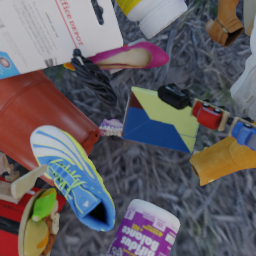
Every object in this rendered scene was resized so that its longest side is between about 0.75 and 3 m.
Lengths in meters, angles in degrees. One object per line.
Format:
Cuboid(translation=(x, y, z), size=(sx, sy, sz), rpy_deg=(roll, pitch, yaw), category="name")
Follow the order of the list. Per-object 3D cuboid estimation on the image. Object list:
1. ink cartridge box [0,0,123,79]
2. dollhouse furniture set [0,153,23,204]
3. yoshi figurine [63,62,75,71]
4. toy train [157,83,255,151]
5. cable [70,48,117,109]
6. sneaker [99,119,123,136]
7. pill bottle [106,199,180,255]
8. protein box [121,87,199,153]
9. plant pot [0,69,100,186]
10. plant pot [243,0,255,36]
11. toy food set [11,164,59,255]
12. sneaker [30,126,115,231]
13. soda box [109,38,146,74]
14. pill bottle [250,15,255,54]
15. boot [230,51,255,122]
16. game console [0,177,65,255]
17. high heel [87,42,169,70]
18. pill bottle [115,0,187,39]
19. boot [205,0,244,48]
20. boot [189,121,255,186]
Cuboid(translation=(-1.690, -2.231, 5.701), size=(2.938, 1.702, 0.980), rpy_deg=(-11, 42, 11), category="ink cartridge box")
Cuboid(translation=(-2.975, 1.105, 6.985), size=(0.707, 1.449, 1.235), rpy_deg=(13, 31, 4), category="dollhouse furniture set")
Cuboid(translation=(-1.500, -2.197, 7.829), size=(0.784, 0.781, 1.395), rpy_deg=(-30, 41, 11), category="yoshi figurine")
Cuboid(translation=(1.177, -0.185, 3.984), size=(1.906, 0.325, 0.436), rpy_deg=(32, 31, 33), category="toy train")
Cuboid(translation=(-0.567, -0.867, 5.317), size=(0.348, 1.371, 1.118), rpy_deg=(-37, 38, 6), category="cable")
Cuboid(translation=(-0.308, -0.030, 8.428), size=(1.162, 0.467, 0.514), rpy_deg=(7, 58, 5), category="sneaker")
Cuboid(translation=(0.153, 2.431, 5.274), size=(1.072, 1.072, 1.909), rpy_deg=(23, 68, 10), category="pill bottle")
Cuboid(translation=(0.689, -0.252, 6.330), size=(1.509, 1.520, 1.026), rpy_deg=(12, 101, -2), category="protein box")
Cuboid(translation=(-2.263, 0.047, 7.413), size=(2.492, 2.563, 2.563), rpy_deg=(38, 70, 7), category="plant pot")
Cuboid(translation=(5.485, -4.449, 9.287), size=(2.926, 2.930, 2.594), rpy_deg=(19, 79, 9), category="plant pot")
Cuboid(translation=(-1.210, 1.512, 4.072), size=(0.367, 1.261, 1.827), rpy_deg=(1, 99, 5), category="toy food set")
Cuboid(translation=(-0.948, 0.962, 5.328), size=(0.922, 1.279, 2.434), rpy_deg=(-40, 99, -15), category="sneaker")
Cuboid(translation=(-0.030, -2.451, 9.508), size=(1.557, 0.494, 0.531), rpy_deg=(-25, 68, -11), category="soda box")
Cuboid(translation=(3.765, -2.392, 5.944), size=(1.782, 1.782, 2.978), rpy_deg=(35, 54, 15), category="pill bottle")
Cuboid(translation=(2.625, -0.689, 5.018), size=(0.885, 2.407, 1.151), rpy_deg=(-24, 74, 2), category="boot")
Cuboid(translation=(-3.046, 2.586, 7.324), size=(2.265, 1.344, 1.952), rpy_deg=(15, 35, 7), category="game console")
Cuboid(translation=(0.077, -1.714, 7.098), size=(2.314, 0.779, 1.110), rpy_deg=(8, 39, -22), category="high heel")
Cuboid(translation=(0.261, -3.881, 7.353), size=(1.572, 1.572, 2.751), rpy_deg=(-40, 101, -17), category="pill bottle")
Cuboid(translation=(2.811, -3.053, 7.697), size=(0.577, 1.504, 1.167), rpy_deg=(19, 33, -31), category="boot")
Cuboid(translation=(2.058, 0.413, 4.775), size=(1.864, 2.604, 0.916), rpy_deg=(-23, 77, -3), category="boot")
